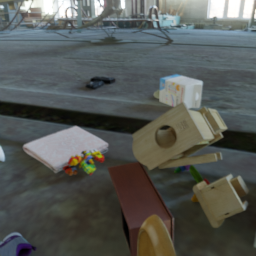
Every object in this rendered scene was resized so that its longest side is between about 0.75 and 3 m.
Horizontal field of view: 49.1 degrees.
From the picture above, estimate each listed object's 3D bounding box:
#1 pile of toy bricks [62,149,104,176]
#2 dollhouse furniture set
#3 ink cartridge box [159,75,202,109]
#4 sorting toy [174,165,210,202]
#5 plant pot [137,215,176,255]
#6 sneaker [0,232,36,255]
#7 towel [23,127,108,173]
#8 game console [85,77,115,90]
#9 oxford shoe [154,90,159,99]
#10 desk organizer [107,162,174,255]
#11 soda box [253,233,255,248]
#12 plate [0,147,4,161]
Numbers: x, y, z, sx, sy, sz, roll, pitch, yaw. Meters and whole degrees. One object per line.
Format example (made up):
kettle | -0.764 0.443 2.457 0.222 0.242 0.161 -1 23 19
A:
pile of toy bricks | -1.083 0.978 7.197 0.566 0.636 1.147 43 24 19
dollhouse furniture set | 1.731 0.905 6.771 1.530 2.435 2.753 -34 -18 26
ink cartridge box | 2.278 -1.505 11.865 1.055 1.083 1.684 -18 29 -33
sorting toy | 1.508 1.288 6.676 0.529 0.533 1.537 -33 26 -1
plant pot | 0.350 1.946 3.685 0.210 1.526 1.526 -2 24 -12
sneaker | -2.085 2.193 4.499 0.538 0.458 1.230 17 29 23
towel | -1.823 0.570 8.252 1.885 0.304 1.800 -22 33 -39
game console | -1.619 -2.410 14.919 1.221 0.249 2.070 10 25 21
oxford shoe | 1.690 -1.607 13.064 1.185 0.446 0.342 -22 -9 -26
desk organizer | 0.169 1.509 5.663 0.783 0.729 2.033 -9 25 -11
soda box | 3.097 1.477 5.659 0.722 0.776 2.275 12 28 26
plate | -4.351 0.114 7.878 1.802 0.292 1.805 39 -3 -38
